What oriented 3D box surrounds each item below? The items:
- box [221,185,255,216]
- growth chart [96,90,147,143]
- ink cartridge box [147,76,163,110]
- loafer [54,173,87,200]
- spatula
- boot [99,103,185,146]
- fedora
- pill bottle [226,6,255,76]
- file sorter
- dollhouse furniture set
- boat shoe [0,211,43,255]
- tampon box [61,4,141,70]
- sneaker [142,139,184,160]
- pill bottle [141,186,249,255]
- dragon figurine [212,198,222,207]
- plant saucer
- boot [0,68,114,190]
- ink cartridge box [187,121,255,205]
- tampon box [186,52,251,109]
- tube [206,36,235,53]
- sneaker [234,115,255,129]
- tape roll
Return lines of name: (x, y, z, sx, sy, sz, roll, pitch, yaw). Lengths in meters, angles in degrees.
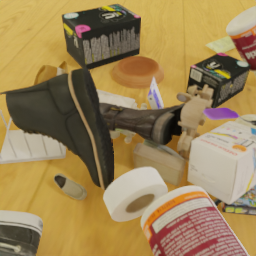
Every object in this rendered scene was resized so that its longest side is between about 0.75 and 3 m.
box: (2.925, 1.589, 6.442, 1.527, 0.265, 0.840, 4, 42, 4)
growth chart: (-0.853, -0.548, 8.814, 2.879, 0.255, 2.083, 19, 46, 20)
ink cartridge box: (0.810, -0.947, 8.568, 0.218, 1.003, 0.993, -14, 24, 18)
loafer: (-1.379, 1.366, 6.473, 0.922, 0.315, 0.349, 28, 85, 15)
spatula: (2.604, -0.191, 6.106, 2.061, 0.212, 0.582, 10, 22, -16)
boot: (0.255, -0.358, 7.681, 2.328, 0.926, 2.674, 13, 16, 23)
fedora: (-2.496, -1.435, 8.709, 0.688, 1.686, 1.686, 22, 34, -28)
pill bottle: (4.477, -2.744, 9.496, 1.349, 2.363, 1.349, -34, 24, 18)
file sorter: (-2.591, 0.114, 7.491, 1.698, 1.058, 1.179, -4, 43, -6)
dollhouse furniture set: (1.258, -0.146, 7.226, 1.211, 1.418, 2.736, 20, 54, 18)
boat shoe: (-3.173, 2.127, 5.278, 2.926, 1.035, 0.932, 1, 42, -3)
tampon box: (-1.063, -3.746, 11.322, 2.564, 1.619, 1.922, -23, 47, -23)
sneaker: (0.851, 0.693, 7.210, 1.307, 0.477, 0.463, 26, 79, 45)
pill bottle: (1.142, 2.056, 4.040, 1.239, 1.239, 2.171, -14, 46, -15)
dragon figurine: (1.397, 1.908, 5.743, 2.188, 0.644, 1.088, -1, 46, -17)
plant saucer: (0.384, -2.173, 10.525, 1.968, 0.368, 1.968, 0, 42, 0)
boot: (-1.487, 0.202, 6.421, 1.959, 2.832, 1.097, -10, 18, 9)
ink cartridge box: (2.276, 0.702, 6.268, 1.542, 1.116, 1.135, -21, 32, -35)
tampon box: (3.018, -1.653, 9.438, 1.664, 1.050, 1.247, -30, 50, -29)
tube: (4.502, -3.745, 12.179, 2.260, 0.587, 0.656, -25, 9, -20)
sneaker: (3.094, 0.167, 7.210, 1.011, 0.644, 1.749, -34, 11, -16)
tape roll: (0.151, 1.380, 5.749, 1.287, 1.287, 0.450, -18, 53, -19)
